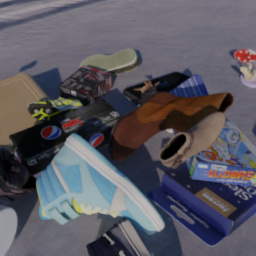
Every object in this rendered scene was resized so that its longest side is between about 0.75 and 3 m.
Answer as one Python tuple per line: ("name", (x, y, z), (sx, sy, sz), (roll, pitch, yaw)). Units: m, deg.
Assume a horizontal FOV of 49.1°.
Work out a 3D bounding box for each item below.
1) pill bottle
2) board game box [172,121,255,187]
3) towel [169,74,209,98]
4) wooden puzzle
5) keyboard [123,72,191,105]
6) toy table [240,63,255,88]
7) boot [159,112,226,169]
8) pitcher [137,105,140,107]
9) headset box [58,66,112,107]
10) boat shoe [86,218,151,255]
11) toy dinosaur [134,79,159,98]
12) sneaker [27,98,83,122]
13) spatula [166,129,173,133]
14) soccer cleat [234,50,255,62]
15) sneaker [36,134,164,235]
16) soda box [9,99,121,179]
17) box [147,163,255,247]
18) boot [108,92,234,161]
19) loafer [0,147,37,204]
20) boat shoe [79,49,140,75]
("pill bottle", (-3.575, 1.859, 5.546), (2.441, 1.369, 1.369), (9, 38, 12))
("board game box", (2.226, 0.462, 7.137), (1.839, 0.468, 2.716), (8, 24, -6))
("towel", (1.927, -1.038, 9.344), (1.442, 0.172, 1.044), (-33, 53, 27))
("wooden puzzle", (-3.627, -0.429, 8.742), (2.774, 0.517, 2.566), (-30, 70, -38))
("keyboard", (1.409, -1.463, 10.786), (2.875, 0.369, 1.726), (-23, 37, -26))
("toy table", (5.046, -2.188, 11.496), (0.978, 0.623, 1.064), (-6, 37, -8))
("boot", (1.248, 0.213, 5.477), (0.525, 1.496, 1.094), (45, 15, 27))
("pitcher", (0.892, -0.433, 9.186), (0.968, 0.684, 1.128), (-5, 34, -34))
("headset box", (-1.514, -1.617, 10.550), (1.315, 0.664, 1.769), (20, 46, 19))
("boat shoe", (0.062, 2.739, 4.981), (1.034, 0.833, 2.230), (-26, 38, -17))
("toy dinosaur", (0.730, -1.259, 9.809), (1.104, 0.474, 0.748), (-22, 69, -35))
("sneaker", (-2.258, -0.601, 8.783), (1.739, 0.656, 0.665), (4, 44, -27))
("spatula", (2.120, 0.044, 8.959), (1.447, 0.167, 2.081), (-23, 44, -30))
("soccer cleat", (5.811, -3.425, 13.226), (1.693, 0.581, 0.721), (2, 25, 1))
("sneaker", (-0.776, 1.695, 6.170), (2.900, 1.153, 1.893), (40, 78, 15))
("soda box", (-1.639, 0.258, 7.902), (2.992, 0.948, 1.059), (-25, 51, -30))
("box", (2.047, 1.352, 6.356), (2.943, 0.477, 1.783), (-16, 35, -39))
("boot", (1.005, 0.050, 7.170), (2.705, 0.926, 2.547), (11, 48, 49))
("loafer", (-2.383, 0.935, 5.742), (0.852, 2.705, 0.972), (-11, 71, -16))
("boat shoe", (-0.790, -2.620, 11.825), (2.609, 0.786, 0.930), (-5, 74, 21))
